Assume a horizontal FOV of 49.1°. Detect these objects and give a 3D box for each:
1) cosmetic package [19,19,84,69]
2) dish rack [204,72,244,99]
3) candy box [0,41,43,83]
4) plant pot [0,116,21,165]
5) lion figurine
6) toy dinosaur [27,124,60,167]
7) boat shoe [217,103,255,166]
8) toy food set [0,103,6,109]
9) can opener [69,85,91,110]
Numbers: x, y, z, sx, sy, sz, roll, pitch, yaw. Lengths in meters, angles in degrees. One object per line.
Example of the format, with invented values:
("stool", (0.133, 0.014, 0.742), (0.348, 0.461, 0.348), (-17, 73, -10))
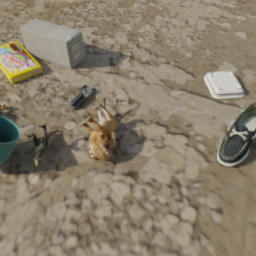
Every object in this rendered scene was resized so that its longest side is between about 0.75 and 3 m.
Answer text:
("cosmetic package", (-3.657, -4.099, 13.577), (2.856, 1.525, 1.288), (25, 52, 20))
("dish rack", (4.220, -1.967, 12.330), (1.446, 0.367, 1.685), (-4, 45, -3))
("candy box", (-5.472, -3.245, 13.526), (1.519, 0.393, 2.972), (-31, 53, -23))
("plant pot", (-4.526, 0.509, 9.037), (1.677, 1.346, 1.677), (25, 23, -11))
("lion figurine", (-0.837, 0.007, 10.012), (1.496, 0.885, 2.442), (45, 39, -13))
("toy dinosaur", (-2.940, 0.409, 9.565), (0.475, 0.881, 2.000), (-4, 37, 17))
("boat shoe", (3.946, 0.157, 9.797), (1.033, 0.824, 2.732), (20, 54, 30))
("toy food set", (-5.371, -0.822, 11.056), (0.933, 0.420, 0.445), (-31, 28, -21))
("can opener", (-2.004, -1.289, 11.715), (0.477, 0.378, 1.434), (-2, 40, 34))
